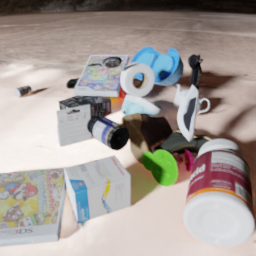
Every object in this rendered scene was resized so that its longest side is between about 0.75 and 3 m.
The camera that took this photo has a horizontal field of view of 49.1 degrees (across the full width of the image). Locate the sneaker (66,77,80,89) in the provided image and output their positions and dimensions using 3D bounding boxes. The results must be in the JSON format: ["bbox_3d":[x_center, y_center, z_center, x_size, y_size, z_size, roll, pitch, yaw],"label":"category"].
[{"bbox_3d":[-2.765,-2.446,15.344,0.764,0.510,1.334,12,25,33],"label":"sneaker"}]

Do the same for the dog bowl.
[{"bbox_3d":[1.294,-2.775,12.798,0.728,1.636,2.936,27,-3,-43],"label":"dog bowl"}]

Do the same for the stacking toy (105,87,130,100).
[{"bbox_3d":[-1.153,-1.765,13.602,2.505,1.375,1.454,-22,52,-12],"label":"stacking toy"}]

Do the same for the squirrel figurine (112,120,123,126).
[{"bbox_3d":[-0.401,0.082,10.824,1.039,0.735,0.970,-1,15,-31],"label":"squirrel figurine"}]

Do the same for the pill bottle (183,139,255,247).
[{"bbox_3d":[2.358,1.494,7.251,1.539,1.539,2.696,9,30,15],"label":"pill bottle"}]

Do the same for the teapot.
[{"bbox_3d":[2.674,-1.188,12.084,1.299,0.949,1.282,16,26,-21],"label":"teapot"}]

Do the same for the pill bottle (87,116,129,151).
[{"bbox_3d":[-0.673,0.116,8.740,0.797,0.797,1.424,-21,30,-32],"label":"pill bottle"}]

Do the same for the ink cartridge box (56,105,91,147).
[{"bbox_3d":[-1.972,-0.126,10.146,1.249,1.536,0.438,-14,32,-23],"label":"ink cartridge box"}]

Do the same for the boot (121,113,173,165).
[{"bbox_3d":[0.958,0.323,10.083,1.964,0.854,2.362,2,44,-28],"label":"boot"}]

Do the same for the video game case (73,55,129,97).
[{"bbox_3d":[-1.186,-2.521,13.152,2.044,0.257,2.854,4,49,12],"label":"video game case"}]

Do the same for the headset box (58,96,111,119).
[{"bbox_3d":[-1.806,-0.924,12.359,1.994,0.770,1.484,-24,37,-38],"label":"headset box"}]

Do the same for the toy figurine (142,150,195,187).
[{"bbox_3d":[1.399,1.072,8.792,1.352,1.103,1.469,-9,19,-40],"label":"toy figurine"}]

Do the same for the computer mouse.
[{"bbox_3d":[1.987,-0.901,9.143,0.588,2.682,1.471,8,-10,13],"label":"computer mouse"}]

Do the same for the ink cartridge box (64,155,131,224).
[{"bbox_3d":[-0.805,1.602,7.511,1.504,1.088,1.107,-12,31,-21],"label":"ink cartridge box"}]

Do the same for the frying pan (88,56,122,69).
[{"bbox_3d":[-0.784,-2.283,9.791,1.169,0.707,0.190,-3,72,-14],"label":"frying pan"}]

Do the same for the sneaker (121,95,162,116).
[{"bbox_3d":[0.490,-0.654,11.425,0.954,1.058,2.581,20,3,-24],"label":"sneaker"}]

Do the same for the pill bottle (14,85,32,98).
[{"bbox_3d":[-5.398,-1.893,14.394,0.476,0.476,0.822,17,33,28],"label":"pill bottle"}]

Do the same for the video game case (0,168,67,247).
[{"bbox_3d":[-2.887,2.021,7.517,2.342,0.295,2.573,-4,29,-4],"label":"video game case"}]

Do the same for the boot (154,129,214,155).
[{"bbox_3d":[2.010,0.777,9.515,1.367,0.766,1.977,-30,31,-34],"label":"boot"}]

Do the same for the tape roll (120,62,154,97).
[{"bbox_3d":[0.354,-1.863,10.835,1.297,1.297,0.454,-13,26,-22],"label":"tape roll"}]
